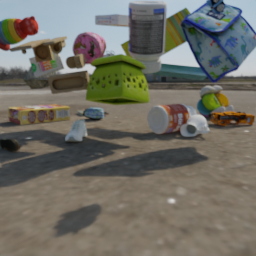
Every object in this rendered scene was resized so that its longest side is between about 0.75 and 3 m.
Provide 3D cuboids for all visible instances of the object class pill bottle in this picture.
[{"bbox_3d":[0.603,-2.915,9.040,1.199,2.108,1.199,0,29,0],"label":"pill bottle"},{"bbox_3d":[1.671,-0.371,10.317,1.799,1.009,1.009,-9,13,-37],"label":"pill bottle"}]

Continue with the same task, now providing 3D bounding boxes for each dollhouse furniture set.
[{"bbox_3d":[-2.073,-1.643,7.870,1.530,1.609,1.311,-6,24,10],"label":"dollhouse furniture set"}]

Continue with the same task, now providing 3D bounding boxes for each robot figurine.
[{"bbox_3d":[4.341,-0.398,11.893,1.824,0.531,1.323,-2,10,-18],"label":"robot figurine"}]

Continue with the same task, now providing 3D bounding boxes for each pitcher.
[{"bbox_3d":[2.426,-0.041,9.654,0.937,0.662,1.092,10,23,30],"label":"pitcher"}]

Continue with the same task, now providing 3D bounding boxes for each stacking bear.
[{"bbox_3d":[-2.918,-2.551,7.336,1.240,0.753,0.705,-9,3,16],"label":"stacking bear"}]

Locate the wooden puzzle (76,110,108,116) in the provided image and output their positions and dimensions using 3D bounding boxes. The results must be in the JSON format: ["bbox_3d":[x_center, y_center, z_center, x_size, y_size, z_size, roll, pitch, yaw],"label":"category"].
[{"bbox_3d":[-2.020,-0.820,15.378,1.371,0.162,2.312,-4,11,-20],"label":"wooden puzzle"}]

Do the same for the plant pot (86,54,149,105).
[{"bbox_3d":[-0.283,-1.378,8.221,1.397,1.274,1.404,-1,-4,37],"label":"plant pot"}]

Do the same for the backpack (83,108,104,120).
[{"bbox_3d":[-1.572,-0.678,13.354,0.781,0.736,0.958,5,19,-41],"label":"backpack"}]

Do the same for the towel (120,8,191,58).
[{"bbox_3d":[1.277,-3.465,10.966,2.982,1.283,0.269,-28,-13,4],"label":"towel"}]

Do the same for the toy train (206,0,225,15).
[{"bbox_3d":[2.106,-2.939,6.656,0.338,0.445,0.779,-36,11,21],"label":"toy train"}]

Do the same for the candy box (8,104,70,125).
[{"bbox_3d":[-4.091,-0.654,12.965,2.405,0.679,1.403,-11,16,-41],"label":"candy box"}]

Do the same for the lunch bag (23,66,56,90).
[{"bbox_3d":[-3.111,-1.941,10.304,1.099,0.901,0.646,-1,-33,22],"label":"lunch bag"}]

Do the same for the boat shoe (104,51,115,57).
[{"bbox_3d":[-0.780,-2.788,11.367,0.677,0.781,1.833,15,4,-42],"label":"boat shoe"}]

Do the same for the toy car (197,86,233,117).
[{"bbox_3d":[4.241,-1.168,14.261,1.899,1.662,1.424,-10,-20,-43],"label":"toy car"}]

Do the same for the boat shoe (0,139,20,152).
[{"bbox_3d":[-3.184,0.437,7.680,0.902,0.341,0.333,10,11,42],"label":"boat shoe"}]

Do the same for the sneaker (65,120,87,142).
[{"bbox_3d":[-1.670,0.088,8.951,0.526,0.600,1.496,2,11,1],"label":"sneaker"}]

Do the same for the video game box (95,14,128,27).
[{"bbox_3d":[-0.151,-4.917,12.944,2.110,0.494,1.922,-11,20,-35],"label":"video game box"}]

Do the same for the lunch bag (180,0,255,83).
[{"bbox_3d":[2.901,-2.957,9.013,1.887,2.220,1.414,-44,5,-32],"label":"lunch bag"}]

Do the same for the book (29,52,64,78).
[{"bbox_3d":[-2.557,-2.011,8.774,0.932,0.622,0.224,-17,8,4],"label":"book"}]

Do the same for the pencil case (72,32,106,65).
[{"bbox_3d":[-1.269,-2.721,9.524,0.987,0.945,2.282,24,17,-7],"label":"pencil case"}]

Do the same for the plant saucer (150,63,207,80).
[{"bbox_3d":[1.902,-2.328,11.456,2.869,0.272,1.003,15,34,31],"label":"plant saucer"}]
